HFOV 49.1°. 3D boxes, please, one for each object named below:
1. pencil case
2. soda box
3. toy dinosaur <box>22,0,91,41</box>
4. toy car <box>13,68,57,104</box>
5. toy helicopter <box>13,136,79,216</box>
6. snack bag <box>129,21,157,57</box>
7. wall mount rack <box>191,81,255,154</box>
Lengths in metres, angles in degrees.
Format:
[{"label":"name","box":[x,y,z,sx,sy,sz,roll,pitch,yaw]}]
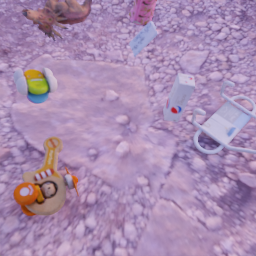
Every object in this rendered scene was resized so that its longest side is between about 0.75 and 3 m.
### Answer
[{"label":"pencil case","box":[0.384,-2.975,6.577,0.609,1.470,0.636,-6,85,-6]},{"label":"soda box","box":[1.234,-0.721,6.934,0.394,1.238,0.421,10,47,-6]},{"label":"toy dinosaur","box":[-1.934,-3.497,8.621,2.436,1.046,1.651,-21,44,-13]},{"label":"toy car","box":[-2.077,-0.907,6.304,0.837,0.717,0.956,-9,38,-26]},{"label":"toy helicopter","box":[-1.916,1.135,7.139,1.446,0.863,2.187,0,52,-3]},{"label":"snack bag","box":[0.449,-2.570,8.064,0.943,0.107,1.001,-41,34,21]},{"label":"wall mount rack","box":[3.215,-0.162,7.948,2.319,0.995,2.669,38,64,24]}]
